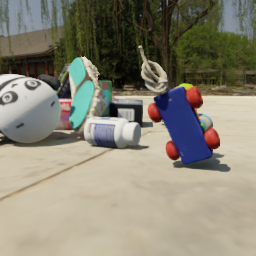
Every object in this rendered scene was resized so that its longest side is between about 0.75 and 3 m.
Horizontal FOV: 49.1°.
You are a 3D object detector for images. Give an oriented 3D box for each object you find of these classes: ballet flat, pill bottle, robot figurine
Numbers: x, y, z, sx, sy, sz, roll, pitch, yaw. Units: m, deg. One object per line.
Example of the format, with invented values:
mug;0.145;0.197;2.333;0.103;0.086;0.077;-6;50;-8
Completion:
ballet flat;-0.990;-0.882;7.376;0.909;2.845;1.076;30;-57;-36
pill bottle;-0.307;0.095;5.745;1.063;0.590;0.590;4;9;24
robot figurine;-2.561;-0.514;6.496;1.466;1.765;2.349;11;5;-42

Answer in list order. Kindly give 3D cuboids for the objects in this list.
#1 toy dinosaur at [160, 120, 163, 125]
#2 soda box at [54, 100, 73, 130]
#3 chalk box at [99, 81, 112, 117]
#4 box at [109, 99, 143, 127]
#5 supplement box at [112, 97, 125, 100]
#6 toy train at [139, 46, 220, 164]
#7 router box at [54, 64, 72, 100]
toy dinosaur;1.239;-0.423;9.128;0.713;0.537;1.394;-15;-1;-2
soda box;-2.366;-0.414;8.355;2.698;0.856;0.945;-1;8;0
chalk box;-1.601;-1.260;11.990;1.545;1.534;2.475;-2;10;-19
box;-0.040;-0.512;9.131;1.055;0.744;1.426;1;11;4
supplement box;-0.269;-0.761;10.713;0.519;0.668;1.211;3;16;-19
toy train;0.789;-0.477;4.328;0.781;1.845;1.067;-21;11;29
router box;-1.994;-1.228;9.841;0.509;1.640;1.229;10;-21;40
